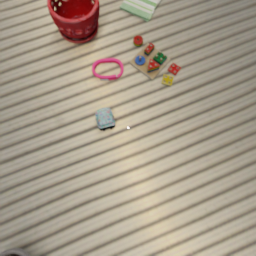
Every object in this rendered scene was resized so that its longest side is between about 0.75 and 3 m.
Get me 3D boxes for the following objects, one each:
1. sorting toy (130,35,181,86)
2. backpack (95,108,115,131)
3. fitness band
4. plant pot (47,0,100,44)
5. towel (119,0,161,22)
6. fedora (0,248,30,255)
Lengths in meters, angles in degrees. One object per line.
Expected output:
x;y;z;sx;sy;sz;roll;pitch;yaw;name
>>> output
1.055;-2.988;12.427;2.762;0.467;1.332;39;77;11;sorting toy
-0.964;-0.400;11.545;0.779;0.661;0.877;-14;68;-5;backpack
-0.906;-2.610;12.412;1.408;0.264;1.011;-5;73;-4;fitness band
-2.254;-4.917;12.264;2.138;1.947;2.138;0;72;1;plant pot
0.775;-6.269;13.606;1.600;0.245;2.097;28;76;9;towel
-3.963;5.183;9.614;1.749;0.893;1.977;0;70;-1;fedora
